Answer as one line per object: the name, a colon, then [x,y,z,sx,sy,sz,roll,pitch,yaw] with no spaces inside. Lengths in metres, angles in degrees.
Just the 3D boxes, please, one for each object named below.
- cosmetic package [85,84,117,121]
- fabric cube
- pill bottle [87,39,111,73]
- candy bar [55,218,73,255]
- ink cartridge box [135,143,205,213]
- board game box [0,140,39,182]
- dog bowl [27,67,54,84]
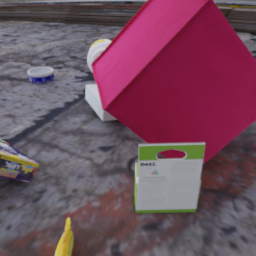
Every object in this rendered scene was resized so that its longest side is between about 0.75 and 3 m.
cosmetic package: [-0.055,-1.008,9.914,2.487,0.643,1.875,-7,32,-24]
fabric cube: [1.190,-1.254,7.045,2.966,2.919,2.975,36,18,-28]
pill bottle: [-1.004,-2.953,11.961,1.467,1.467,2.635,-2,21,-4]
candy bar: [-1.089,2.508,4.040,0.288,0.649,2.603,12,30,-6]
ink cartridge box: [0.796,0.892,5.733,1.294,1.751,0.663,-1,30,-2]
board game box: [-3.222,0.558,6.309,1.550,0.532,1.875,25,-6,32]
dog bowl: [-3.957,-2.399,12.739,1.122,0.442,1.122,0,30,0]
